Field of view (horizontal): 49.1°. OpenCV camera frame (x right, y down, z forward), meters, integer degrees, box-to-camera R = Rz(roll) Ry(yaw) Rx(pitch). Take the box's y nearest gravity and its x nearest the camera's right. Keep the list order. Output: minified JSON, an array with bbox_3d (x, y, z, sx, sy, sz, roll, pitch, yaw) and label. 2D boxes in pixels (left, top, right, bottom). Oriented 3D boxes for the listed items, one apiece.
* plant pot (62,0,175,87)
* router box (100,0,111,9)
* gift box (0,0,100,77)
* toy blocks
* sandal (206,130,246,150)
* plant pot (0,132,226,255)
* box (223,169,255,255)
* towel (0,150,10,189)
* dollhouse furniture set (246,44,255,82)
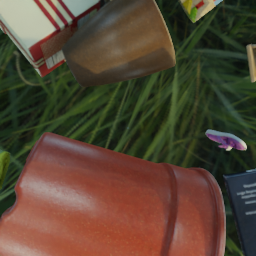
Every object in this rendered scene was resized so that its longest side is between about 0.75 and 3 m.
[{"bbox_3d":[-0.280,-1.577,5.471,1.830,1.711,1.711,-26,73,2],"label":"plant pot"},{"bbox_3d":[-0.397,-4.127,6.719,2.019,2.695,0.837,8,34,13],"label":"router box"},{"bbox_3d":[-1.870,-2.763,6.341,2.248,2.074,2.099,-40,90,-16],"label":"gift box"},{"bbox_3d":[1.680,-3.106,6.249,1.127,1.649,0.824,-35,72,19],"label":"toy blocks"},{"bbox_3d":[2.050,0.320,5.973,0.477,1.171,0.288,40,85,-19],"label":"sandal"},{"bbox_3d":[-0.397,1.332,4.041,2.441,2.510,2.510,23,72,-10],"label":"plant pot"},{"bbox_3d":[2.242,1.418,4.003,1.301,0.938,1.752,-14,78,15],"label":"box"},{"bbox_3d":[-2.607,0.667,4.484,2.072,0.187,0.892,7,76,36],"label":"towel"},{"bbox_3d":[3.049,-1.347,5.738,1.311,2.015,1.851,-5,106,34],"label":"dollhouse furniture set"}]
